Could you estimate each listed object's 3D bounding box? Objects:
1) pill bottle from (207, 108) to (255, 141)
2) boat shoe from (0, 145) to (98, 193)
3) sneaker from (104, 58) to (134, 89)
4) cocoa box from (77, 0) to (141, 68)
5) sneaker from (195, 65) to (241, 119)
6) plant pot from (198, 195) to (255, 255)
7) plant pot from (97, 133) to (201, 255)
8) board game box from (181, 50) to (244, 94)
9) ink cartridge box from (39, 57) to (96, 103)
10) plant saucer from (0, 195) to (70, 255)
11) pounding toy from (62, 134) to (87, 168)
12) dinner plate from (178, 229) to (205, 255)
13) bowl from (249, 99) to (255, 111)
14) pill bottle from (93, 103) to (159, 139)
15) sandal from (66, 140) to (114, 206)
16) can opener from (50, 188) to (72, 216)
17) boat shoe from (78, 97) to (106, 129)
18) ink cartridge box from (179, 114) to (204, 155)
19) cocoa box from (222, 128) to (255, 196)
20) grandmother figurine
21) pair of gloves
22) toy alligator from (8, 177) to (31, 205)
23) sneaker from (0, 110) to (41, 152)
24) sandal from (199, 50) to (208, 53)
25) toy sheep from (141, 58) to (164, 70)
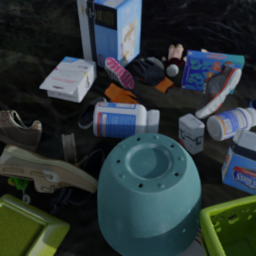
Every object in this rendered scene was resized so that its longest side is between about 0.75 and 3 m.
[{"bbox_3d":[3.672,-0.179,9.791,1.605,0.899,0.899,-17,51,-15],"label":"pill bottle"},{"bbox_3d":[-2.267,1.405,8.003,2.976,1.061,0.960,17,69,6],"label":"boat shoe"},{"bbox_3d":[-0.407,-2.157,11.560,1.594,0.697,0.588,46,69,-9],"label":"sneaker"},{"bbox_3d":[-0.716,-4.235,11.931,1.921,2.927,1.952,24,52,19],"label":"cocoa box"},{"bbox_3d":[2.962,-1.288,9.834,0.906,0.852,2.211,38,82,27],"label":"sneaker"},{"bbox_3d":[2.676,2.794,6.365,1.817,1.649,1.808,-11,49,-7],"label":"plant pot"},{"bbox_3d":[0.536,1.540,7.204,2.886,2.316,2.886,-2,44,2],"label":"plant pot"},{"bbox_3d":[3.261,-2.169,11.060,2.089,1.589,0.470,7,49,7],"label":"board game box"},{"bbox_3d":[-2.320,-1.821,11.130,1.365,0.804,2.370,12,44,11],"label":"ink cartridge box"},{"bbox_3d":[-3.125,2.966,7.266,2.332,0.559,2.335,20,51,16],"label":"plant saucer"},{"bbox_3d":[-1.690,0.712,8.874,0.710,1.237,0.707,-7,36,-12],"label":"pounding toy"},{"bbox_3d":[1.285,3.464,7.060,2.219,0.269,2.219,1,49,-1],"label":"dinner plate"},{"bbox_3d":[5.121,-0.821,10.834,0.795,0.156,0.795,0,49,0],"label":"bowl"},{"bbox_3d":[-0.048,-0.219,9.630,2.142,1.202,1.202,5,49,4],"label":"pill bottle"},{"bbox_3d":[-1.069,1.304,8.757,0.908,0.511,2.388,17,51,14],"label":"sandal"},{"bbox_3d":[-1.825,1.983,7.698,0.386,1.217,0.479,12,44,-33],"label":"can opener"},{"bbox_3d":[-1.323,-0.688,10.421,0.580,0.550,1.660,26,53,15],"label":"boat shoe"},{"bbox_3d":[2.049,0.202,9.152,0.447,1.071,0.778,-22,38,-18],"label":"ink cartridge box"},{"bbox_3d":[3.540,0.939,7.744,1.491,2.235,1.467,21,97,16],"label":"cocoa box"},{"bbox_3d":[2.074,-2.988,12.499,1.126,0.562,1.857,-6,48,28],"label":"grandmother figurine"},{"bbox_3d":[0.378,-1.567,10.813,2.353,0.291,2.097,-45,62,-3],"label":"pair of gloves"},{"bbox_3d":[-3.271,1.503,8.590,0.572,0.625,2.109,8,31,-52],"label":"toy alligator"},{"bbox_3d":[-4.245,-0.170,9.453,2.910,1.025,1.099,22,91,5],"label":"sneaker"},{"bbox_3d":[3.377,-3.485,13.069,0.896,0.257,0.343,-15,51,-13],"label":"sandal"},{"bbox_3d":[0.951,-2.541,11.821,1.349,0.930,0.930,-5,47,-29],"label":"toy sheep"}]
